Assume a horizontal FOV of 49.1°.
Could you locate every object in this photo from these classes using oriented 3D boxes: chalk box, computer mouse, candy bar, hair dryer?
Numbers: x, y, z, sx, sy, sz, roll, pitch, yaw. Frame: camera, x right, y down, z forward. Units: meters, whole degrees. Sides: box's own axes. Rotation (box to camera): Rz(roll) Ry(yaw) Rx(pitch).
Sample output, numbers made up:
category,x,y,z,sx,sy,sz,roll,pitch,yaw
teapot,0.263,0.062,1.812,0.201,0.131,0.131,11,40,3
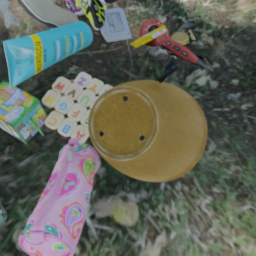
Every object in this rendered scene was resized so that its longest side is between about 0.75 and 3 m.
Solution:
category,x,y,z,sx,sy,sz,roll,pitch,yaw
chalk box,-3.498,-0.415,9.114,1.957,1.218,1.212,28,65,14
computer mouse,0.782,-1.090,5.575,0.529,0.173,0.753,-35,17,20
candy bar,0.460,-2.045,6.326,0.946,0.236,0.105,-20,67,35
hair dryer,1.277,-2.457,7.975,2.106,2.765,0.751,32,108,35

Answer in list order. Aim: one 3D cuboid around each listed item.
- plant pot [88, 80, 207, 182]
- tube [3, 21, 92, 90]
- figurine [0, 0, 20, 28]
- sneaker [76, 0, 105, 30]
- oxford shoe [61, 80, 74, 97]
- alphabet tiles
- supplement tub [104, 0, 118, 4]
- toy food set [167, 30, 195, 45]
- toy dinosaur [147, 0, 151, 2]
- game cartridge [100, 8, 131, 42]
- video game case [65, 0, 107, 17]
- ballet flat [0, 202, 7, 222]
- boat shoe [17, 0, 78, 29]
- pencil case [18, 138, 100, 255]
category,x,y,z,sx,sy,sz,roll,pitch,yaw
plant pot,0.351,0.004,6.408,2.742,2.942,2.742,-2,85,17
tube,-1.919,-1.964,6.857,0.707,1.087,2.807,19,38,19
figurine,-4.060,-3.425,8.448,1.280,0.551,1.249,-22,72,-28
sneaker,-1.261,-3.923,8.925,0.665,0.656,1.740,-18,90,31
oxford shoe,-2.214,-1.345,10.081,0.385,0.369,1.042,33,66,28
alphabet tiles,-1.601,-0.770,9.664,2.538,0.185,2.482,28,66,4
supplement tub,-0.703,-4.286,7.650,0.886,1.656,0.886,-12,53,16
toy food set,2.135,-3.661,11.525,1.091,0.219,0.753,-11,54,0
toy dinosaur,0.839,-5.721,10.445,1.914,1.297,0.821,-42,58,-9
game cartridge,-0.616,-4.344,11.817,1.175,0.357,1.763,-9,61,-9
video game case,-1.910,-5.562,12.320,1.597,0.315,1.762,-17,51,-10
ballet flat,-3.899,2.216,8.122,1.118,0.415,0.415,41,68,20
boat shoe,-2.244,-3.080,7.418,0.692,2.427,0.811,6,87,24
pencil case,-1.192,1.260,5.344,1.010,1.010,2.310,8,41,4
